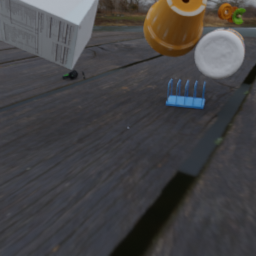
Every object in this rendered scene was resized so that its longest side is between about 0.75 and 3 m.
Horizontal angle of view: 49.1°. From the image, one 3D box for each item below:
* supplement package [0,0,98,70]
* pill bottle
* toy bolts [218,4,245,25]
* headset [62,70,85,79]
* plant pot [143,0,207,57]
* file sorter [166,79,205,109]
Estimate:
[{"bbox_3d":[-2.069,-2.904,7.318,2.065,1.556,1.567,22,55,-4],"label":"supplement package"},{"bbox_3d":[3.163,-2.598,9.479,1.467,1.467,2.521,9,25,20],"label":"pill bottle"},{"bbox_3d":[3.331,-4.097,9.253,1.077,1.128,0.782,-3,30,-21],"label":"toy bolts"},{"bbox_3d":[-2.770,-2.627,14.245,1.149,0.540,0.710,-12,20,11],"label":"headset"},{"bbox_3d":[1.594,-3.581,8.952,1.974,1.974,1.807,-3,-13,-6],"label":"plant pot"},{"bbox_3d":[2.228,-1.330,10.694,1.380,0.846,0.957,8,26,15],"label":"file sorter"}]
